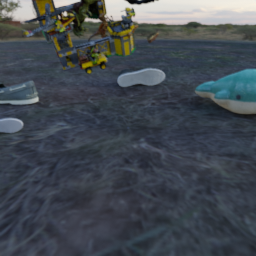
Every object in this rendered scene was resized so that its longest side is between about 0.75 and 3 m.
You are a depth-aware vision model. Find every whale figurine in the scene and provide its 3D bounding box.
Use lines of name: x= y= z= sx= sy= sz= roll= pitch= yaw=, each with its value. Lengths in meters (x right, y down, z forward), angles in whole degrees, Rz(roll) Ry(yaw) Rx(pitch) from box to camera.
whale figurine: x=3.896 y=-1.474 z=10.283 sx=2.244 sy=1.464 sz=2.821 roll=-16 pitch=26 yaw=-36

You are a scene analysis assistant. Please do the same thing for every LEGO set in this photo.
LEGO set: x=-0.861 y=-2.079 z=4.685 sx=1.724 sy=1.299 sz=2.242 roll=-14 pitch=49 yaw=-6

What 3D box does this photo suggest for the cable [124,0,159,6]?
cable: x=0.403 y=-4.198 z=9.131 sx=1.226 sy=0.311 sz=1.000 roll=2 pitch=4 yaw=-11

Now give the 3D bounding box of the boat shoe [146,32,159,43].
boat shoe: x=1.051 y=-3.854 z=11.933 sx=0.276 sy=0.259 sz=0.768 roll=17 pitch=47 yaw=35

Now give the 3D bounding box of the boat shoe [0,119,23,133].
boat shoe: x=-3.715 y=-0.074 z=8.191 sx=1.229 sy=0.436 sz=0.429 roll=-11 pitch=26 yaw=-9

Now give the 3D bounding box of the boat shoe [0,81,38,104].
boat shoe: x=-4.998 y=-1.463 z=11.041 sx=2.886 sy=0.891 sz=1.051 roll=2 pitch=21 yaw=5

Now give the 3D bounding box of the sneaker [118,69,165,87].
sneaker: x=0.576 y=-2.642 z=14.095 sx=2.404 sy=0.850 sz=1.192 roll=-8 pitch=27 yaw=-9
